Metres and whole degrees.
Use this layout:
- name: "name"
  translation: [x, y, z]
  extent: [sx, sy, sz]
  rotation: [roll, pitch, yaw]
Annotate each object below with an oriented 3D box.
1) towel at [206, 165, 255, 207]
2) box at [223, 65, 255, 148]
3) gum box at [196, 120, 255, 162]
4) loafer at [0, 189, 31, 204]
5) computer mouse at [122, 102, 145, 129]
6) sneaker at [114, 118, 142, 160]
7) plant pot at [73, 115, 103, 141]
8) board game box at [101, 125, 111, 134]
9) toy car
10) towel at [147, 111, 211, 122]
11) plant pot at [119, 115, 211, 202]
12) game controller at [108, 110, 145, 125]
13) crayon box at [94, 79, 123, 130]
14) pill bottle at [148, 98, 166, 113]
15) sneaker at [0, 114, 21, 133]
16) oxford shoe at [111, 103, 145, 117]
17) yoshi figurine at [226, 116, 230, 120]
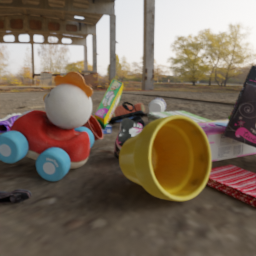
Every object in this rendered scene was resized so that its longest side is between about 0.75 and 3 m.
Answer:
- name: "towel"
  translation: [2.587, 1.200, 6.205]
  extent: [1.438, 0.224, 1.988]
  rotation: [-5, 11, -29]
- name: "box"
  translation: [4.179, -0.268, 7.396]
  extent: [2.648, 1.750, 1.519]
  rotation: [23, 37, 18]
- name: "gum box"
  translation: [2.894, 0.335, 8.970]
  extent: [2.694, 0.891, 1.529]
  rotation: [-5, 13, -26]
- name: "loafer"
  translation: [-2.254, 1.360, 5.372]
  extent: [0.768, 0.276, 0.242]
  rotation: [-5, 29, 7]
- name: "computer mouse"
  translation: [0.205, -0.432, 11.290]
  extent: [0.524, 0.304, 1.787]
  rotation: [-23, 50, -7]
- name: "sneaker"
  translation: [-0.107, 0.321, 8.445]
  extent: [0.689, 0.740, 1.715]
  rotation: [29, 30, 4]
- name: "plant pot"
  translation: [-1.485, 0.161, 9.613]
  extent: [0.903, 0.928, 0.928]
  rotation: [-27, 5, 14]
- name: "board game box"
  translation: [-1.851, 0.053, 12.126]
  extent: [1.913, 0.330, 1.295]
  rotation: [-6, 12, -28]
- name: "toy car"
  translation: [-1.812, -0.351, 7.177]
  extent: [2.156, 2.438, 2.247]
  rotation: [21, 18, 6]
- name: "towel"
  translation: [2.585, -0.365, 14.012]
  extent: [2.775, 0.426, 2.070]
  rotation: [-5, 22, -38]
- name: "plant pot"
  translation: [0.620, 0.636, 5.898]
  extent: [1.636, 1.636, 1.539]
  rotation: [-7, -2, -34]
- name: "game controller"
  translation: [-0.100, -0.484, 13.403]
  extent: [1.810, 0.381, 0.944]
  rotation: [-15, 3, 6]
- name: "crayon box"
  translation: [-0.761, -0.883, 10.967]
  extent: [0.475, 1.628, 1.405]
  rotation: [25, -17, 1]
- name: "pill bottle"
  translation: [1.803, -1.296, 17.556]
  extent: [1.024, 1.024, 1.845]
  rotation: [2, 11, 11]
- name: "sneaker"
  translation: [-5.282, -0.072, 12.413]
  extent: [0.785, 0.759, 1.883]
  rotation: [27, 34, 36]
- name: "oxford shoe"
  translation: [-0.128, -0.803, 14.965]
  extent: [2.195, 0.777, 0.810]
  rotation: [-10, -3, -38]
- name: "yoshi figurine"
  translation: [4.180, -0.003, 11.250]
  extent: [0.852, 0.855, 1.521]
  rotation: [44, -4, 19]
